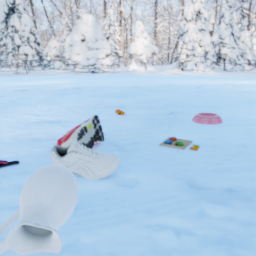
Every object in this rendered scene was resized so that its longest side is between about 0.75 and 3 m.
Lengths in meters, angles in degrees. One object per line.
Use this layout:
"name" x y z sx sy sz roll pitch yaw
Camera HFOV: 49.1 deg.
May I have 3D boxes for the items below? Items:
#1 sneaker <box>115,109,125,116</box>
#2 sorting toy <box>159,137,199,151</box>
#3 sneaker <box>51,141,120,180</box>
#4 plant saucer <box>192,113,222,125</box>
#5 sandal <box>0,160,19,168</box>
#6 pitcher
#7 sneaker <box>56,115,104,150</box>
"sneaker" -0.511 -0.855 15.462 0.316 0.299 0.820 -18 20 -35
"sorting toy" 1.934 0.551 10.123 1.368 0.183 1.019 9 17 31
"sneaker" -1.195 0.797 7.364 1.925 0.956 0.750 -2 36 10
"plant saucer" 3.907 -0.482 13.829 1.456 0.369 1.456 0 13 0
"sandal" -3.652 1.028 8.225 0.864 0.195 0.324 -10 17 -35
"pitcher" -1.676 1.464 5.053 1.446 1.022 1.685 -15 26 9
"sneaker" -1.651 0.231 9.846 1.168 1.059 2.750 -14 6 16
